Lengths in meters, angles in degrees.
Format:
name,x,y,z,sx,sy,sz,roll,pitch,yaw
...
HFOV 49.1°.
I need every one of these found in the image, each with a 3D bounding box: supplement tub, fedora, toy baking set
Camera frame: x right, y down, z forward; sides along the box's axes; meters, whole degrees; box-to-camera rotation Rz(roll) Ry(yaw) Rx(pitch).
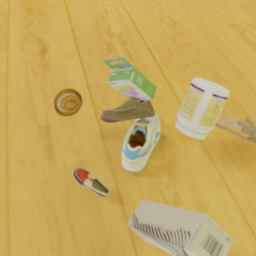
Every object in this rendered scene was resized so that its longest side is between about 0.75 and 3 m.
name,x,y,z,sx,sy,sz,roll,pitch,yaw
supplement tub,2.344,-0.622,9.048,1.249,1.718,1.249,18,21,-7
fedora,-2.065,-0.860,9.954,1.108,1.108,0.452,-31,32,-23
toy baking set,4.246,0.077,9.738,1.847,2.406,0.280,33,77,-24

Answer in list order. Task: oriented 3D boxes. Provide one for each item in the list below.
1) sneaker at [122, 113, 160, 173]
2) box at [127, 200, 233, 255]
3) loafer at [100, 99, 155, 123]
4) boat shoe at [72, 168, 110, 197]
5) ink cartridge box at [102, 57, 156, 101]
name,x,y,z,sx,sy,sz,roll,pitch,yaw
sneaker,0.563,0.198,10.146,1.100,1.162,2.877,12,45,10
box,1.137,2.578,6.973,1.089,2.652,0.907,44,66,-15
loafer,-0.029,-0.621,9.668,2.186,0.831,0.737,-8,90,-39
boat shoe,-1.132,1.700,8.737,1.334,0.417,0.475,42,59,-14
ink cartridge box,0.001,-1.545,9.228,0.971,1.871,0.555,4,69,42
